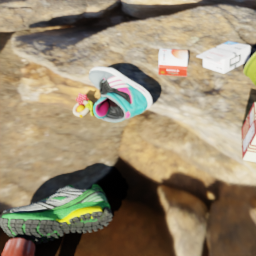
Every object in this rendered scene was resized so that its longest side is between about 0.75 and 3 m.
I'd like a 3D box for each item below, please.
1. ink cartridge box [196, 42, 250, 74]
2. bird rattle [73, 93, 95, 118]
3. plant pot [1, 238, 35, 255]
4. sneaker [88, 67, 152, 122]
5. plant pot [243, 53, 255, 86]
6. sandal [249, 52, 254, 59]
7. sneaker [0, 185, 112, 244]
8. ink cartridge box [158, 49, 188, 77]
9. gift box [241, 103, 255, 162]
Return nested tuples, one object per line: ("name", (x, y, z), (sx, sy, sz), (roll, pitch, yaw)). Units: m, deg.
("ink cartridge box", (3.334, -2.447, 9.873), (1.688, 0.573, 0.979), (-27, 37, -22))
("bird rattle", (-1.389, -0.666, 8.522), (0.873, 0.492, 0.712), (35, 73, 31))
("plant pot", (-2.153, 2.603, 5.396), (0.758, 0.758, 0.737), (-1, 39, -1))
("sneaker", (-0.638, -0.957, 8.438), (2.402, 1.004, 1.450), (31, 48, 26))
("plant pot", (5.075, -1.255, 7.735), (2.629, 2.629, 2.531), (-18, 70, -16))
("sandal", (4.460, -2.645, 10.376), (0.426, 0.284, 1.041), (-36, 52, -25))
("sneaker", (-1.560, 1.817, 6.085), (2.298, 0.897, 0.979), (-4, 40, -16))
("ink cartridge box", (1.616, -2.382, 10.136), (1.045, 0.323, 1.288), (5, 45, 5))
("gift box", (3.753, 0.178, 7.113), (1.323, 1.417, 1.307), (11, 54, 8))
